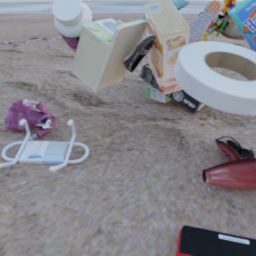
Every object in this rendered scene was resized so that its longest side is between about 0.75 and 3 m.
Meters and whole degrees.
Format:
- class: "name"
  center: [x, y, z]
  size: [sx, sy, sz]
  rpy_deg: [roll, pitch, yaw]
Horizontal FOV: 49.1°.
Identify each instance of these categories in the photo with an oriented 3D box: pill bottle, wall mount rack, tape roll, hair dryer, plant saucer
- class: "pill bottle"
  center: [-1.751, -3.478, 9.562]
  size: [1.270, 1.270, 2.263]
  rpy_deg: [3, -9, 6]
- class: "wall mount rack"
  center: [-2.453, 0.634, 7.669]
  size: [2.561, 0.955, 2.225]
  rpy_deg: [0, 38, 4]
- class: "tape roll"
  center: [1.983, -1.053, 5.470]
  size: [2.152, 0.393, 2.152]
  rpy_deg: [5, 41, -4]
- class: "hair dryer"
  center: [2.929, 0.978, 7.522]
  size: [2.789, 0.758, 2.124]
  rpy_deg: [-16, 19, -42]
- class: "plant saucer"
  center: [1.292, -4.708, 11.646]
  size: [2.547, 0.458, 2.547]
  rpy_deg: [-28, 14, 8]

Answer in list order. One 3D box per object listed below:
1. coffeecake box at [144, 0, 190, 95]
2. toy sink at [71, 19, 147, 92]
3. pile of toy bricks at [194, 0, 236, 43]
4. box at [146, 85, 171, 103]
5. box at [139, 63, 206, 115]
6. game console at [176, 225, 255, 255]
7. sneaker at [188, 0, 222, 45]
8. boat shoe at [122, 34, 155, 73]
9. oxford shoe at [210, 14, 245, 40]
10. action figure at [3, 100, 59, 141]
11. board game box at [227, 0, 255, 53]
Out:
- class: "coffeecake box"
  center: [1.176, -2.476, 8.704]
  size: [0.821, 2.246, 1.724]
  rpy_deg: [-15, 51, -4]
- class: "toy sink"
  center: [-0.673, -2.573, 8.845]
  size: [1.291, 2.304, 1.502]
  rpy_deg: [40, 43, 13]
- class: "pile of toy bricks"
  center: [3.305, -4.275, 11.343]
  size: [1.150, 2.330, 1.293]
  rpy_deg: [36, 11, 16]
- class: "box"
  center: [1.540, -1.624, 12.329]
  size: [1.003, 0.549, 1.136]
  rpy_deg: [21, 34, 33]
- class: "box"
  center: [2.271, -1.984, 11.859]
  size: [2.882, 0.638, 2.309]
  rpy_deg: [37, 44, 20]
- class: "game console"
  center: [1.829, 2.554, 4.776]
  size: [2.067, 0.321, 1.828]
  rpy_deg: [8, 24, 13]
- class: "sneaker"
  center: [2.603, -3.599, 9.979]
  size: [0.699, 1.801, 1.009]
  rpy_deg: [48, 14, 6]
- class: "boat shoe"
  center: [0.380, -2.188, 8.353]
  size: [0.521, 0.445, 1.560]
  rpy_deg: [-26, -4, -35]
- class: "oxford shoe"
  center: [4.264, -4.363, 11.957]
  size: [1.953, 0.730, 0.688]
  rpy_deg: [32, 58, 23]
- class: "action figure"
  center: [-3.106, -0.210, 9.462]
  size: [2.070, 1.386, 1.541]
  rpy_deg: [12, 3, 23]
- class: "board game box"
  center: [3.960, -2.701, 7.408]
  size: [1.654, 2.175, 0.489]
  rpy_deg: [-36, 21, 22]
